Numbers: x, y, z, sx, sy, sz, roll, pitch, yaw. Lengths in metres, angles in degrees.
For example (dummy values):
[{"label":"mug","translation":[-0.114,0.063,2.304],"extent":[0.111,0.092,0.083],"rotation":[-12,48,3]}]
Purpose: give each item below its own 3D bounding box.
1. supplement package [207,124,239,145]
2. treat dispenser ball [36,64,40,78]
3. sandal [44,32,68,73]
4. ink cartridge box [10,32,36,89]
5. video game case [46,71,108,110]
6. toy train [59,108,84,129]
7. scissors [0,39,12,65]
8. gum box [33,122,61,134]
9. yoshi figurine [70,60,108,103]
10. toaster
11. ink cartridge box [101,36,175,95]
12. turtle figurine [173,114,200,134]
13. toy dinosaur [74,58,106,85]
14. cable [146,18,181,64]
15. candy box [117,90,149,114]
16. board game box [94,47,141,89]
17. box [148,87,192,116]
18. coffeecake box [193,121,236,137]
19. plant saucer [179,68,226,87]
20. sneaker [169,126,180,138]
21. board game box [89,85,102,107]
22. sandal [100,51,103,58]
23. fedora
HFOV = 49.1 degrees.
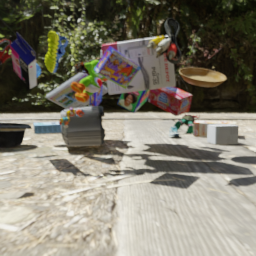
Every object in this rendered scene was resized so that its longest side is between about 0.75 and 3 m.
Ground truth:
[{"label":"supplement package","translation":[4.336,0.284,12.870],"extent":[1.116,0.847,0.840],"rotation":[-1,6,-9]},{"label":"treat dispenser ball","translation":[-4.553,-2.723,13.285],"extent":[0.764,0.764,0.764],"rotation":[0,6,0]},{"label":"sandal","translation":[-2.724,-2.864,10.741],"extent":[0.661,1.663,0.724],"rotation":[43,40,23]},{"label":"ink cartridge box","translation":[-3.537,-2.214,9.520],"extent":[0.375,0.957,2.021],"rotation":[-39,-6,-29]},{"label":"video game case","translation":[-2.484,-1.722,13.954],"extent":[2.320,0.275,2.112],"rotation":[-29,-28,17]},{"label":"toy train","translation":[-1.583,-0.264,7.964],"extent":[0.216,0.777,0.584],"rotation":[46,0,32]},{"label":"scissors","translation":[-5.092,-2.596,10.907],"extent":[0.812,2.221,0.155],"rotation":[40,-36,-23]},{"label":"gum box","translation":[-4.695,-0.047,17.773],"extent":[2.459,0.548,2.089],"rotation":[-2,6,-19]},{"label":"yoshi figurine","translation":[-1.165,-1.566,8.742],"extent":[1.552,0.869,0.872],"rotation":[-49,15,-27]},{"label":"toaster","translation":[-1.807,-0.024,11.401],"extent":[1.662,1.462,2.573],"rotation":[-5,-11,-8]},{"label":"ink cartridge box","translation":[0.392,-2.112,9.467],"extent":[2.282,1.672,0.945],"rotation":[-7,13,7]},{"label":"turtle figurine","translation":[3.671,-0.261,17.448],"extent":[1.777,1.195,2.374],"rotation":[2,12,21]},{"label":"toy dinosaur","translation":[-1.204,-2.425,11.094],"extent":[1.916,0.979,1.300],"rotation":[-23,40,18]},{"label":"cable","translation":[1.313,-2.648,8.305],"extent":[1.014,2.088,0.526],"rotation":[28,-34,1]},{"label":"candy box","translation":[0.616,-2.062,11.808],"extent":[0.908,2.358,1.994],"rotation":[27,29,8]},{"label":"board game box","translation":[-0.288,-1.680,7.957],"extent":[1.161,0.780,0.260],"rotation":[22,22,-45]},{"label":"box","translation":[1.555,-1.117,10.604],"extent":[0.758,0.726,1.521],"rotation":[-19,38,-36]},{"label":"coffeecake box","translation":[4.813,0.055,15.528],"extent":[2.165,0.791,1.662],"rotation":[2,6,21]},{"label":"plant saucer","translation":[2.712,-1.847,10.355],"extent":[1.719,0.304,1.719],"rotation":[5,27,-3]},{"label":"sneaker","translation":[2.421,0.207,15.003],"extent":[0.531,0.591,1.369],"rotation":[0,6,-3]},{"label":"board game box","translation":[-1.479,-1.604,12.934],"extent":[0.290,1.295,0.870],"rotation":[16,38,9]},{"label":"sandal","translation":[0.027,-2.949,13.602],"extent":[3.001,0.860,1.150],"rotation":[31,-28,6]},{"label":"fedora","translation":[-5.207,0.310,11.840],"extent":[2.148,0.981,2.148],"rotation":[3,4,0]}]
